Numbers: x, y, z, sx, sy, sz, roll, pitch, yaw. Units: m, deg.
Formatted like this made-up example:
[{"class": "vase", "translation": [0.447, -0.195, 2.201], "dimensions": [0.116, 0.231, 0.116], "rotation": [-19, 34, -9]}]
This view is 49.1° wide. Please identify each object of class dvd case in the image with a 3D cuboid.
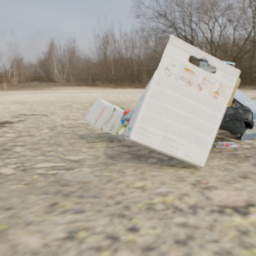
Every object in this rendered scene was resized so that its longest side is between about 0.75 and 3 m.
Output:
[{"class": "dvd case", "translation": [2.937, -1.456, 9.685], "dimensions": [0.189, 1.715, 1.252], "rotation": [-16, 29, -41]}]

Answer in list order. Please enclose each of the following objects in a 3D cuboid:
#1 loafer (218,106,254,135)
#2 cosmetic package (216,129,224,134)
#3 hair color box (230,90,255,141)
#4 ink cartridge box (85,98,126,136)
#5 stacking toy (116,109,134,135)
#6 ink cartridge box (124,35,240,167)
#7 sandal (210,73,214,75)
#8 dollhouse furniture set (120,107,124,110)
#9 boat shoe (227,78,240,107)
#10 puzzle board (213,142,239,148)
[{"class": "loafer", "translation": [3.465, -0.200, 9.219], "dimensions": [2.541, 0.892, 0.863], "rotation": [-7, -21, -43]}, {"class": "cosmetic package", "translation": [3.184, -0.984, 11.354], "dimensions": [0.887, 2.495, 1.312], "rotation": [-6, -10, -11]}, {"class": "hair color box", "translation": [4.291, -0.815, 11.610], "dimensions": [0.811, 1.324, 2.674], "rotation": [-6, 37, -23]}, {"class": "ink cartridge box", "translation": [-0.749, -0.388, 10.096], "dimensions": [1.282, 0.930, 0.537], "rotation": [23, 14, -41]}, {"class": "stacking toy", "translation": [-0.110, -0.209, 7.898], "dimensions": [0.817, 0.381, 0.903], "rotation": [-42, 4, -3]}, {"class": "ink cartridge box", "translation": [1.447, -0.630, 7.461], "dimensions": [2.275, 2.828, 0.708], "rotation": [22, -4, -16]}, {"class": "sandal", "translation": [2.347, -0.666, 9.620], "dimensions": [0.963, 2.514, 0.720], "rotation": [28, 6, 26]}, {"class": "dollhouse furniture set", "translation": [-0.762, -0.720, 15.214], "dimensions": [0.612, 0.799, 1.220], "rotation": [7, 12, 26]}, {"class": "boat shoe", "translation": [3.532, -0.900, 10.151], "dimensions": [0.625, 1.995, 0.731], "rotation": [11, 11, -7]}, {"class": "puzzle board", "translation": [3.524, 0.605, 10.141], "dimensions": [0.795, 0.069, 0.599], "rotation": [0, 14, 2]}]
